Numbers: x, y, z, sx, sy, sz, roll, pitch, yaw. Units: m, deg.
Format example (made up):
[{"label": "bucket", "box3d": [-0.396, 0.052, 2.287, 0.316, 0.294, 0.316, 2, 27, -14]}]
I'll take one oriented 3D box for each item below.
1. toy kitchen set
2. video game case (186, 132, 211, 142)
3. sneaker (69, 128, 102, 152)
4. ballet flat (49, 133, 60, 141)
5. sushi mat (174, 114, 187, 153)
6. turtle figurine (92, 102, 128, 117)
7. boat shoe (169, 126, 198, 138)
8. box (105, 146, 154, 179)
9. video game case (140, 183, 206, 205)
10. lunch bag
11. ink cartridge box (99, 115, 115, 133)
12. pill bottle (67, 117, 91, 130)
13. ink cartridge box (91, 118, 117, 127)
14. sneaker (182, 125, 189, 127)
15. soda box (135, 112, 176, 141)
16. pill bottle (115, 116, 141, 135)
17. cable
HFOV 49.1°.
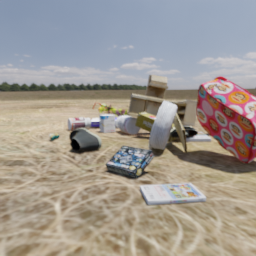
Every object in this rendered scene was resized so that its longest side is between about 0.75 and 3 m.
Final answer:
[{"label": "toy kitchen set", "box3d": [1.590, -1.414, 12.953, 2.719, 2.218, 2.453, 9, 2, -6]}, {"label": "video game case", "box3d": [2.992, 0.405, 12.976, 1.262, 0.159, 1.762, 0, 9, 2]}, {"label": "sneaker", "box3d": [-1.977, 0.432, 10.828, 1.014, 0.714, 1.908, -5, 11, -42]}, {"label": "ballet flat", "box3d": [-3.363, 0.380, 12.551, 0.313, 0.313, 0.885, 1, 5, 9]}, {"label": "sushi mat", "box3d": [1.942, 0.031, 10.648, 0.126, 0.999, 2.088, -10, 27, 3]}, {"label": "turtle figurine", "box3d": [-1.047, -0.982, 17.793, 2.070, 0.827, 2.567, 11, -25, 11]}, {"label": "boat shoe", "box3d": [2.388, 0.216, 12.056, 1.385, 0.497, 0.468, -4, 32, -29]}, {"label": "box", "box3d": [0.041, 0.918, 7.834, 1.111, 0.256, 0.883, 7, 41, 40]}, {"label": "video game case", "box3d": [0.947, 1.441, 6.164, 1.238, 0.112, 0.886, -1, 8, -8]}, {"label": "lunch bag", "box3d": [3.298, -0.146, 9.009, 1.076, 2.313, 2.626, -26, 47, -14]}, {"label": "ink cartridge box", "box3d": [-1.097, -0.226, 14.687, 0.661, 0.897, 0.649, -4, 8, -25]}, {"label": "pill bottle", "box3d": [-2.712, -0.239, 15.540, 1.175, 0.671, 0.671, -4, 10, -26]}, {"label": "ink cartridge box", "box3d": [-1.235, -0.326, 16.786, 1.981, 0.434, 2.000, -2, 6, -3]}, {"label": "sneaker", "box3d": [2.510, -0.209, 15.394, 1.797, 0.636, 0.656, 2, 8, 31]}, {"label": "soda box", "box3d": [1.310, -0.076, 12.791, 1.937, 0.656, 0.620, 25, 21, 30]}, {"label": "pill bottle", "box3d": [-0.035, -0.179, 14.474, 0.874, 0.874, 1.542, -4, 9, -25]}, {"label": "cable", "box3d": [1.280, -0.077, 10.198, 0.615, 1.776, 1.776, 19, -12, 10]}]
